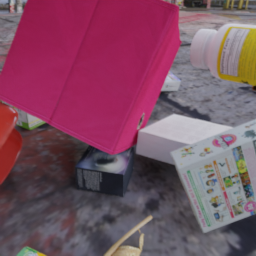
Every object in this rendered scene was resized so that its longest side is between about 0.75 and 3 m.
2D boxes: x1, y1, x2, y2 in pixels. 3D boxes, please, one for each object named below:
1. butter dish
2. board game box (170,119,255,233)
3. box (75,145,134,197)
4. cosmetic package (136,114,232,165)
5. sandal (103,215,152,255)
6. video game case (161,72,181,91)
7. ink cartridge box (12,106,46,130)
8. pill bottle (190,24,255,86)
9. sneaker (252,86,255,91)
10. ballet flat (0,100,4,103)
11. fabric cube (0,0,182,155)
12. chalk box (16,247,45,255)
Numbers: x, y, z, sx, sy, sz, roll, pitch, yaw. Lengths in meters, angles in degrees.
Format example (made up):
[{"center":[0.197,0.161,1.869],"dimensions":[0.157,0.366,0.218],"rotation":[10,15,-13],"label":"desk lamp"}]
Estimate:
[{"center":[-3.321,0.580,6.297],"dimensions":[2.339,1.734,2.345],"rotation":[20,75,28],"label":"butter dish"},{"center":[2.016,0.793,5.002],"dimensions":[2.100,1.549,0.675],"rotation":[-22,23,4],"label":"board game box"},{"center":[-0.501,0.925,6.549],"dimensions":[1.119,0.695,1.128],"rotation":[7,29,9],"label":"box"},{"center":[1.585,0.309,7.128],"dimensions":[1.875,0.643,2.487],"rotation":[13,17,26],"label":"cosmetic package"},{"center":[-0.148,2.171,4.552],"dimensions":[1.759,0.645,0.578],"rotation":[-27,69,-29],"label":"sandal"},{"center":[0.733,-2.356,12.175],"dimensions":[2.172,0.544,2.396],"rotation":[-5,37,-26],"label":"video game case"},{"center":[-3.046,-1.005,9.046],"dimensions":[0.663,1.751,1.294],"rotation":[16,32,28],"label":"ink cartridge box"},{"center":[3.029,-1.902,7.268],"dimensions":[2.635,1.467,1.467],"rotation":[22,35,35],"label":"pill bottle"},{"center":[5.863,-1.484,11.333],"dimensions":[0.724,0.623,1.711],"rotation":[-36,38,-26],"label":"sneaker"},{"center":[-5.686,-1.061,10.520],"dimensions":[2.032,0.471,0.685],"rotation":[1,28,1],"label":"ballet flat"},{"center":[-0.658,-1.475,6.637],"dimensions":[2.975,2.966,2.919],"rotation":[26,8,10],"label":"fabric cube"},{"center":[-1.305,2.316,3.686],"dimensions":[1.474,0.914,0.920],"rotation":[12,30,21],"label":"chalk box"}]
